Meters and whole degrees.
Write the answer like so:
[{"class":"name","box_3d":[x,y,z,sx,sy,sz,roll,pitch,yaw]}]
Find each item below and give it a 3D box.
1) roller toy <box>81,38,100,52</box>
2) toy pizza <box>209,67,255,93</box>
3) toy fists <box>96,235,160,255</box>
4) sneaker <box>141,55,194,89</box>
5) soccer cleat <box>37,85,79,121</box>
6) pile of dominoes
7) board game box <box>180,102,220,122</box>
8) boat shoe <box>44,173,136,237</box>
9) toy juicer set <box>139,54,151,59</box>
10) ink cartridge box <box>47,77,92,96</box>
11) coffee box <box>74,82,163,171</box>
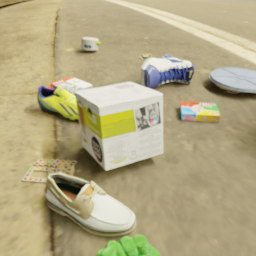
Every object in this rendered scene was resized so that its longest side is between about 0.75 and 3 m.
[{"class":"roller toy","box_3d":[-2.253,-4.866,16.415,0.985,0.755,1.080,-9,26,-32]},{"class":"toy pizza","box_3d":[4.787,-1.957,11.920,2.665,0.422,2.665,1,31,-1]},{"class":"toy fists","box_3d":[-0.348,2.473,4.270,2.182,0.750,1.112,-28,40,-36]},{"class":"sneaker","box_3d":[1.865,-2.432,11.995,1.653,1.156,2.862,19,34,31]},{"class":"soccer cleat","box_3d":[-2.103,-0.896,9.573,2.426,1.015,0.784,12,33,20]},{"class":"pile of dominoes","box_3d":[-1.983,1.037,7.176,1.191,0.190,0.929,3,31,4]},{"class":"board game box","box_3d":[2.475,-0.567,9.770,1.260,0.254,0.964,3,31,5]},{"class":"boat shoe","box_3d":[-0.855,1.547,5.797,2.142,0.732,0.800,13,33,20]},{"class":"toy juicer set","box_3d":[0.901,-3.999,15.512,0.761,0.207,0.484,-27,40,-36]},{"class":"ink cartridge box","box_3d":[-2.474,-1.636,11.292,1.976,0.497,1.076,26,40,35]},{"class":"coffee box","box_3d":[-0.246,-0.131,7.440,1.713,1.694,1.710,-15,25,-24]}]
